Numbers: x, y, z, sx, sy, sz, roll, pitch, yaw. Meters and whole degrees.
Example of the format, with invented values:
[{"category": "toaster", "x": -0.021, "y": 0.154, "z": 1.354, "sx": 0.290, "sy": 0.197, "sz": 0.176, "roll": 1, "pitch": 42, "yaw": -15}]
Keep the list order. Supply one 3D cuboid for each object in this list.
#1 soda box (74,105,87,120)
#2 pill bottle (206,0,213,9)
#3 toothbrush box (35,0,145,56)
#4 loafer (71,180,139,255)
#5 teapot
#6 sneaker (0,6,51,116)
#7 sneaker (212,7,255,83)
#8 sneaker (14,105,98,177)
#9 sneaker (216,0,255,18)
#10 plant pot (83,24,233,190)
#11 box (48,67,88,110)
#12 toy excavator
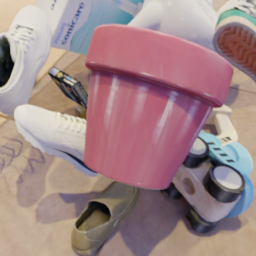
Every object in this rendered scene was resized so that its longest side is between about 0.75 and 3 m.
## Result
[{"category": "soda box", "x": -1.160, "y": -0.636, "z": 8.566, "sx": 0.985, "sy": 0.334, "sz": 0.315, "roll": -34, "pitch": 53, "yaw": -31}, {"category": "pill bottle", "x": 1.716, "y": -3.273, "z": 7.495, "sx": 0.913, "sy": 0.913, "sz": 1.578, "roll": 0, "pitch": 37, "yaw": -1}, {"category": "toothbrush box", "x": -0.772, "y": -2.761, "z": 6.750, "sx": 2.519, "sy": 1.844, "sz": 1.074, "roll": -4, "pitch": 45, "yaw": -51}, {"category": "loafer", "x": -0.413, "y": 1.702, "z": 5.882, "sx": 0.769, "sy": 0.682, "sz": 2.022, "roll": 23, "pitch": 48, "yaw": 22}, {"category": "teapot", "x": 1.058, "y": -2.076, "z": 6.193, "sx": 2.203, "sy": 1.609, "sz": 2.175, "roll": 39, "pitch": 36, "yaw": -16}, {"category": "sneaker", "x": -1.906, "y": -1.455, "z": 4.981, "sx": 0.836, "sy": 1.311, "sz": 2.269, "roll": 10, "pitch": 74, "yaw": -10}, {"category": "sneaker", "x": 2.010, "y": -0.942, "z": 3.935, "sx": 1.975, "sy": 0.705, "sz": 0.789, "roll": 39, "pitch": 49, "yaw": -17}, {"category": "sneaker", "x": -0.991, "y": 0.104, "z": 4.948, "sx": 0.823, "sy": 2.045, "sz": 0.781, "roll": -36, "pitch": 41, "yaw": 23}, {"category": "sneaker", "x": 3.095, "y": -3.177, "z": 7.171, "sx": 1.063, "sy": 2.781, "sz": 1.120, "roll": 32, "pitch": 5, "yaw": -2}, {"category": "plant pot", "x": 0.244, "y": -0.219, "z": 4.262, "sx": 2.153, "sy": 1.927, "sz": 2.153, "roll": 17, "pitch": 3, "yaw": -1}, {"category": "box", "x": -1.347, "y": -0.927, "z": 6.653, "sx": 0.825, "sy": 1.037, "sz": 0.239, "roll": 31, "pitch": 75, "yaw": 23}, {"category": "toy excavator", "x": 2.085, "y": 0.616, "z": 6.713, "sx": 2.941, "sy": 1.469, "sz": 2.859, "roll": -14, "pitch": 46, "yaw": -32}]
